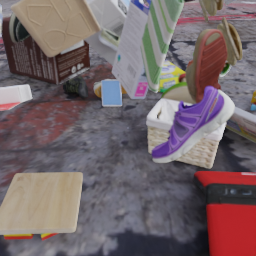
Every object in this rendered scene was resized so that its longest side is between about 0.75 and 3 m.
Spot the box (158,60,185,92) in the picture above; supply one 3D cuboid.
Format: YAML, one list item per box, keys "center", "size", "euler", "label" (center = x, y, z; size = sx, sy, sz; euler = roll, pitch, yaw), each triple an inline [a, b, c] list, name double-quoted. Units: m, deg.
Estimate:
- center: [1.510, -2.125, 11.502]
  size: [1.361, 0.561, 2.319]
  euler: [-11, 35, -17]
  label: "box"

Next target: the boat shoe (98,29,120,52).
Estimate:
- center: [-0.322, -2.596, 8.543]
  size: [1.171, 0.363, 0.421]
  euler: [19, 54, -22]
  label: "boat shoe"

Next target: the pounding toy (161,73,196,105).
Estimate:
- center: [1.761, -0.969, 8.311]
  size: [1.756, 1.356, 0.815]
  euler: [25, 49, -32]
  label: "pounding toy"

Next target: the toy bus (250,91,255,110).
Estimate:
- center: [4.803, -0.926, 9.555]
  size: [1.116, 0.577, 1.053]
  euler: [8, 33, 14]
  label: "toy bus"

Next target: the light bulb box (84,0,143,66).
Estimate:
- center: [-0.655, -3.901, 9.270]
  size: [1.580, 2.510, 2.532]
  euler: [-22, 56, 27]
  label: "light bulb box"

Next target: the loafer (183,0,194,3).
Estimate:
- center: [1.092, -3.194, 6.818]
  size: [1.266, 0.455, 0.398]
  euler: [2, 63, 35]
  label: "loafer"

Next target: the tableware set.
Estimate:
- center: [2.913, -3.402, 8.589]
  size: [0.601, 2.999, 1.982]
  euler: [-21, 3, 9]
  label: "tableware set"

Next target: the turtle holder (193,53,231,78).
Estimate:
- center: [3.360, -2.624, 11.512]
  size: [1.808, 1.374, 1.284]
  euler: [-22, 44, -35]
  label: "turtle holder"

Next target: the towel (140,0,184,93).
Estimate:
- center: [0.353, -1.101, 3.192]
  size: [0.139, 1.186, 0.905]
  euler: [1, 53, -10]
  label: "towel"

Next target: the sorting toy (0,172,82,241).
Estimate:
- center: [-1.695, 1.580, 5.627]
  size: [1.456, 0.510, 1.465]
  euler: [-1, 32, -2]
  label: "sorting toy"

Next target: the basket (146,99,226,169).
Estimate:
- center: [1.503, 0.123, 7.353]
  size: [1.856, 1.145, 1.258]
  euler: [14, 35, 20]
  label: "basket"

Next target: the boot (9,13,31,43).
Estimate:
- center: [-2.628, -3.468, 9.075]
  size: [1.740, 0.831, 2.303]
  euler: [10, 49, 5]
  label: "boot"

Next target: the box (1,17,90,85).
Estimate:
- center: [-3.479, -3.561, 12.090]
  size: [2.817, 2.313, 2.337]
  euler: [16, 36, 24]
  label: "box"

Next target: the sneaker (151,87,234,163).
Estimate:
- center: [0.938, -0.035, 4.599]
  size: [0.690, 1.653, 0.666]
  euler: [48, 31, 7]
  label: "sneaker"

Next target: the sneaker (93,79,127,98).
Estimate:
- center: [-0.512, -1.669, 10.686]
  size: [1.684, 0.637, 0.738]
  euler: [-11, 33, -18]
  label: "sneaker"

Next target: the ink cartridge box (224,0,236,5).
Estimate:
- center: [3.032, -3.696, 6.967]
  size: [0.956, 0.560, 1.323]
  euler: [-31, 13, -5]
  label: "ink cartridge box"

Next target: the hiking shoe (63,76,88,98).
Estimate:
- center: [-1.982, -1.450, 10.460]
  size: [0.837, 0.629, 1.662]
  euler: [-15, 25, -11]
  label: "hiking shoe"

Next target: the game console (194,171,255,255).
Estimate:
- center: [2.798, 1.865, 5.418]
  size: [2.775, 1.647, 2.391]
  euler: [3, 1, 3]
  label: "game console"

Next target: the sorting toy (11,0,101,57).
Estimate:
- center: [-2.023, -3.165, 7.231]
  size: [1.800, 2.435, 0.358]
  euler: [-23, 46, 9]
  label: "sorting toy"

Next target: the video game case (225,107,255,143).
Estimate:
- center: [3.061, -0.135, 7.616]
  size: [0.191, 1.573, 1.728]
  euler: [-52, 47, -2]
  label: "video game case"

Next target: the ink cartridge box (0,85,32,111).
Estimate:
- center: [-2.922, -0.538, 5.519]
  size: [1.635, 0.366, 1.441]
  euler: [-8, 13, -2]
  label: "ink cartridge box"

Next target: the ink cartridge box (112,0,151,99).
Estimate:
- center: [0.262, -1.931, 6.489]
  size: [0.464, 2.211, 1.320]
  euler: [-6, 42, -27]
  label: "ink cartridge box"

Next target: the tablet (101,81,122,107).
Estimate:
- center: [-0.598, -1.241, 9.999]
  size: [0.695, 0.073, 1.068]
  euler: [-1, 64, -9]
  label: "tablet"

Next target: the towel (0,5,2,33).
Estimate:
- center: [-3.867, -3.142, 6.765]
  size: [0.297, 1.835, 2.498]
  euler: [-36, 45, 11]
  label: "towel"

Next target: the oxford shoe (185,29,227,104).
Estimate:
- center: [1.394, -1.152, 5.521]
  size: [0.717, 2.036, 0.761]
  euler: [-31, 58, -11]
  label: "oxford shoe"
